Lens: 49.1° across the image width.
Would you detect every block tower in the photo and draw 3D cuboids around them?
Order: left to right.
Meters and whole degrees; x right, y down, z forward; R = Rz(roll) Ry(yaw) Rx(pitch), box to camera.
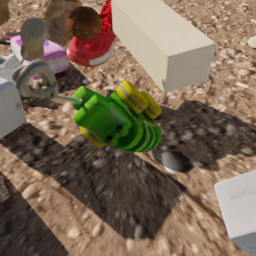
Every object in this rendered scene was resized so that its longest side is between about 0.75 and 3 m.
[{"bbox_3d":[-1.748,-3.814,7.876,0.757,2.802,0.810,27,31,16],"label":"block tower"}]

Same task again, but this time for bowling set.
[{"bbox_3d":[-1.358,-1.548,4.049,1.708,1.317,2.454,30,78,-19],"label":"bowling set"}]

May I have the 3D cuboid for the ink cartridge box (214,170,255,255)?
[{"bbox_3d":[1.672,0.924,2.576,1.071,1.966,0.495,-25,45,22],"label":"ink cartridge box"}]

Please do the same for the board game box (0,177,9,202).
[{"bbox_3d":[-3.894,0.852,5.478,1.910,1.160,2.396,-32,50,-32],"label":"board game box"}]

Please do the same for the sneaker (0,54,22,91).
[{"bbox_3d":[-4.629,-1.898,8.565,2.918,1.291,1.098,2,42,2],"label":"sneaker"}]

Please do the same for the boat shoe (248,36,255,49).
[{"bbox_3d":[5.199,-3.151,10.704,0.504,0.432,1.379,-56,39,6],"label":"boat shoe"}]

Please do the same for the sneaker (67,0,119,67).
[{"bbox_3d":[-0.564,-2.846,7.022,1.122,1.654,2.864,24,48,5],"label":"sneaker"}]

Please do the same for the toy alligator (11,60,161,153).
[{"bbox_3d":[-0.134,-0.054,3.391,0.835,2.815,0.764,-42,70,15],"label":"toy alligator"}]

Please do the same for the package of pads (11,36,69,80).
[{"bbox_3d":[-3.084,-2.549,9.674,1.298,0.815,2.155,-23,46,-26],"label":"package of pads"}]

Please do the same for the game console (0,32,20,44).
[{"bbox_3d":[-4.658,-3.641,11.482,0.979,0.152,0.866,10,46,12],"label":"game console"}]

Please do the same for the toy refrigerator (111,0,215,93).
[{"bbox_3d":[0.466,-1.499,4.699,0.787,0.725,2.073,-19,49,-16],"label":"toy refrigerator"}]

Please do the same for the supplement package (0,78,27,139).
[{"bbox_3d":[-3.235,-0.505,7.044,0.649,1.170,0.912,23,46,25],"label":"supplement package"}]
